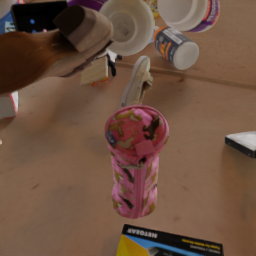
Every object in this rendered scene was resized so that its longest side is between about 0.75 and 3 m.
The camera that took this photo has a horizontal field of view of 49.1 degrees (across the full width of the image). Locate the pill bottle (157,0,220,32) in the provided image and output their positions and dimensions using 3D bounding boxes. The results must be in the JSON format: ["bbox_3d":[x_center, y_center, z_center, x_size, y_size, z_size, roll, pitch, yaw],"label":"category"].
[{"bbox_3d":[1.875,-3.715,8.654,1.401,1.401,2.514,22,25,24],"label":"pill bottle"}]

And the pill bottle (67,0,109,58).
[{"bbox_3d":[-1.098,-3.744,8.680,1.593,1.593,2.832,8,77,10],"label":"pill bottle"}]

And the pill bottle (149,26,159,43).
[{"bbox_3d":[0.935,-4.399,13.321,1.307,0.711,0.711,-32,50,-32],"label":"pill bottle"}]

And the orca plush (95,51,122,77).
[{"bbox_3d":[-0.944,-2.959,11.850,1.330,0.899,2.528,27,34,-43],"label":"orca plush"}]

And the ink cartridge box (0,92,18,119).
[{"bbox_3d":[-4.167,-0.979,9.209,0.860,0.856,1.184,-9,41,-10],"label":"ink cartridge box"}]

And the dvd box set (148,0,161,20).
[{"bbox_3d":[0.935,-4.470,10.545,1.266,0.186,0.926,-7,68,20],"label":"dvd box set"}]

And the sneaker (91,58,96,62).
[{"bbox_3d":[-1.517,-2.734,11.199,0.596,0.852,1.475,9,-10,-34],"label":"sneaker"}]

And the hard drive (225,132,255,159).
[{"bbox_3d":[3.401,0.423,7.606,0.958,0.259,1.371,-8,14,-8],"label":"hard drive"}]

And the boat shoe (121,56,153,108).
[{"bbox_3d":[0.391,-1.253,7.776,0.624,0.633,1.786,13,61,20],"label":"boat shoe"}]

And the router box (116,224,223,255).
[{"bbox_3d":[0.718,2.713,5.166,1.973,0.504,1.472,8,41,9],"label":"router box"}]

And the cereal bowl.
[{"bbox_3d":[-0.112,-2.473,6.837,1.453,1.453,0.605,7,24,8],"label":"cereal bowl"}]

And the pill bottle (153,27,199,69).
[{"bbox_3d":[1.904,-3.507,11.908,1.205,1.205,2.269,-15,42,-17],"label":"pill bottle"}]

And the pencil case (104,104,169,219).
[{"bbox_3d":[0.120,0.659,4.513,0.906,2.189,0.947,30,56,23],"label":"pencil case"}]

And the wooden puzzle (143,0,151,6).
[{"bbox_3d":[0.557,-3.951,7.798,0.295,1.586,1.467,21,58,-22],"label":"wooden puzzle"}]

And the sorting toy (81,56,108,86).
[{"bbox_3d":[-1.224,-2.073,10.623,1.057,0.368,1.050,-16,52,18],"label":"sorting toy"}]

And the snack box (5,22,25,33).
[{"bbox_3d":[-3.104,-2.651,7.840,0.629,0.201,1.083,0,39,-24],"label":"snack box"}]

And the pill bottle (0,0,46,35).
[{"bbox_3d":[-3.846,-3.538,9.038,1.441,2.567,1.441,-13,56,20],"label":"pill bottle"}]

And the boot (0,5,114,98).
[{"bbox_3d":[-1.325,-1.173,4.921,2.461,0.865,1.800,-30,-1,4],"label":"boot"}]

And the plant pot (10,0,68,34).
[{"bbox_3d":[-2.200,-2.363,6.951,1.297,1.294,1.150,-19,25,-28],"label":"plant pot"}]
